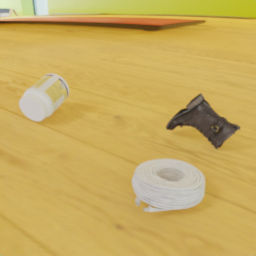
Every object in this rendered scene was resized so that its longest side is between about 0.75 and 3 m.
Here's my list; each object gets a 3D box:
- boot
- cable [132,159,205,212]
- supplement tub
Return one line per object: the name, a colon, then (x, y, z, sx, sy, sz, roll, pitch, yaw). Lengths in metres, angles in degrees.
boot: (2.329, 0.025, 9.057, 1.748, 2.007, 0.695, 47, 46, 2)
cable: (0.989, 1.337, 6.991, 1.798, 0.623, 1.798, 0, 19, -8)
supplement tub: (-3.206, -1.182, 10.798, 1.262, 1.262, 1.735, 10, 41, 19)
